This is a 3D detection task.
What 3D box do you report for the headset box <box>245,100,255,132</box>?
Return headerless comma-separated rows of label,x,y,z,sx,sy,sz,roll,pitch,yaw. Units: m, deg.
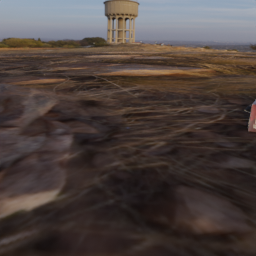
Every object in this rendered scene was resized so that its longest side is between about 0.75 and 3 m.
headset box,3.886,-0.300,6.867,1.880,0.726,1.399,12,22,29
